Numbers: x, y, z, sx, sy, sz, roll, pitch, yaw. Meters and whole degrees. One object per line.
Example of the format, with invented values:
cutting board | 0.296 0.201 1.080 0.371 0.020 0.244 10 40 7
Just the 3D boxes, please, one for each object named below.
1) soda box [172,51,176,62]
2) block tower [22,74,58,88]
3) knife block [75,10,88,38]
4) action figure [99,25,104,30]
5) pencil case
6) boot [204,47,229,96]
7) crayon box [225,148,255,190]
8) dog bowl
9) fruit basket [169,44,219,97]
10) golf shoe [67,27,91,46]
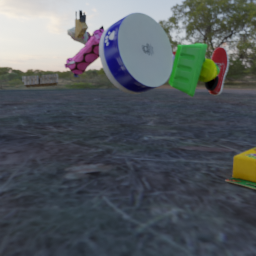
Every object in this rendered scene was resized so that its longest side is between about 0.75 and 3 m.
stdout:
soda box | 2.583 -3.561 14.441 1.857 0.650 0.589 -4 -16 40
block tower | -3.125 -1.682 10.054 1.224 0.330 0.354 -5 -10 -4
knife block | -1.586 -3.379 9.054 0.243 0.667 0.759 -17 -14 -42
action figure | -0.731 -3.299 11.687 1.070 1.800 0.919 -42 8 13
pencil case | -1.579 -2.943 10.978 2.119 0.962 0.993 -35 -20 35
boot | 4.154 -2.828 13.234 0.858 2.368 1.709 8 -1 27
crayon box | 3.138 0.828 5.907 2.053 0.522 1.304 -11 15 -43
dog bowl | 0.293 -2.213 8.445 2.262 2.262 0.891 -9 -1 -41
fruit basket | 2.657 -2.192 10.622 2.052 2.052 1.480 0 18 0
golf shoe | -2.311 -4.438 13.724 0.819 0.674 1.789 -1 -12 20
